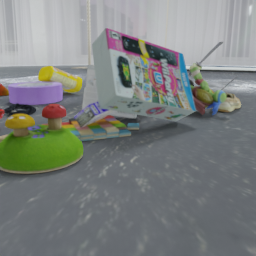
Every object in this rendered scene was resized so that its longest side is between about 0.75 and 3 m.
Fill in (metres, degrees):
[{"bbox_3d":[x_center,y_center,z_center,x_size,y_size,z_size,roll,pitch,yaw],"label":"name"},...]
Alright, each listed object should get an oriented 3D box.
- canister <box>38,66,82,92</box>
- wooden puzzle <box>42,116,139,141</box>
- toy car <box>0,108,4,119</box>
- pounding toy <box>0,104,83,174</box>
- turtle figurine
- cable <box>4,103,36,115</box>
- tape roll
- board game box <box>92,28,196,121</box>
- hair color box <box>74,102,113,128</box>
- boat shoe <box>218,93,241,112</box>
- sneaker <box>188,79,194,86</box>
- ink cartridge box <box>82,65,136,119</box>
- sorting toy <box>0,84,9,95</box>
[{"bbox_3d":[-3.572,-2.547,14.728,1.393,0.812,1.875,5,-10,46],"label":"canister"},{"bbox_3d":[-1.077,-0.017,8.164,2.976,0.209,1.765,-6,17,-20],"label":"wooden puzzle"},{"bbox_3d":[-5.217,-0.484,9.123,2.786,0.621,2.622,-1,15,-7],"label":"toy car"},{"bbox_3d":[-2.198,0.068,6.140,2.434,1.130,1.879,5,16,17],"label":"pounding toy"},{"bbox_3d":[2.785,-1.666,10.886,2.447,2.524,1.816,4,-6,41],"label":"turtle figurine"},{"bbox_3d":[-3.974,-0.710,10.499,0.989,0.308,1.212,5,16,17],"label":"cable"},{"bbox_3d":[-4.285,-1.660,13.058,2.353,0.772,2.353,-1,15,0],"label":"tape roll"},{"bbox_3d":[0.504,-1.500,8.460,2.965,2.187,0.953,7,-25,-36],"label":"board game box"},{"bbox_3d":[-0.889,-0.471,8.036,0.674,0.400,1.233,-35,-1,33],"label":"hair color box"},{"bbox_3d":[4.113,-1.099,11.297,0.691,0.622,1.916,11,19,34],"label":"boat shoe"},{"bbox_3d":[2.466,-2.177,15.084,2.051,0.760,0.908,-4,13,23],"label":"sneaker"},{"bbox_3d":[-0.567,-1.250,9.620,1.887,1.638,0.411,8,1,12],"label":"ink cartridge box"},{"bbox_3d":[-6.347,-1.722,13.906,0.716,0.720,2.078,21,9,-14],"label":"sorting toy"}]
